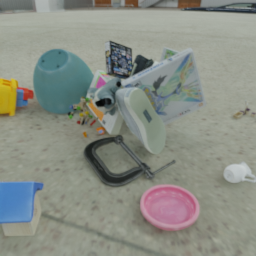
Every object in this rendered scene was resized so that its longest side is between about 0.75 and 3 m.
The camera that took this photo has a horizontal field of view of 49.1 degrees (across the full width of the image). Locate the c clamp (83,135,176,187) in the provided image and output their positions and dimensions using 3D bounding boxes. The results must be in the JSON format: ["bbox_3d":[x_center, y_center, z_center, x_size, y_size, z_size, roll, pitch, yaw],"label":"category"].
[{"bbox_3d":[-0.150,0.988,9.149,2.216,0.351,2.594,-28,45,-26],"label":"c clamp"}]

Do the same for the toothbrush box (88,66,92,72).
[{"bbox_3d":[-2.643,-2.989,16.037,1.095,0.647,1.504,-8,29,-16],"label":"toothbrush box"}]

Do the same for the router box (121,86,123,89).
[{"bbox_3d":[-0.356,-1.507,12.089,1.247,0.326,0.980,-33,20,0],"label":"router box"}]

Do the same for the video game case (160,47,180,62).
[{"bbox_3d":[1.663,-2.314,10.537,0.138,1.139,1.252,-9,31,-41],"label":"video game case"}]

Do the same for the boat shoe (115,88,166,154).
[{"bbox_3d":[0.415,-0.243,9.233,0.964,2.708,0.945,18,57,47],"label":"boat shoe"}]

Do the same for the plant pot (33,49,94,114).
[{"bbox_3d":[-2.969,-2.293,12.249,2.823,1.901,2.823,-3,58,6],"label":"plant pot"}]

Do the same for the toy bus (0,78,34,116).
[{"bbox_3d":[-5.677,-1.619,12.701,2.551,1.803,2.657,1,24,-26],"label":"toy bus"}]

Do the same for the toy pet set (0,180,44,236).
[{"bbox_3d":[-3.325,1.934,6.524,2.359,1.342,2.526,-1,30,-2],"label":"toy pet set"}]

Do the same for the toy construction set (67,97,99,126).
[{"bbox_3d":[-1.388,-0.551,9.275,1.011,0.777,0.843,30,32,-33],"label":"toy construction set"}]

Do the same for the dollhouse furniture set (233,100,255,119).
[{"bbox_3d":[5.017,-0.766,12.054,0.926,0.657,0.733,-25,38,-37],"label":"dollhouse furniture set"}]

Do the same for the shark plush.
[{"bbox_3d":[-0.699,-1.161,8.968,1.262,1.157,2.778,46,8,0],"label":"shark plush"}]

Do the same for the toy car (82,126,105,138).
[{"bbox_3d":[-1.293,0.216,10.855,0.875,0.429,0.291,-21,76,-4],"label":"toy car"}]

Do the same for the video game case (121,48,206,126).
[{"bbox_3d":[1.366,-1.155,9.809,2.473,2.713,0.298,-26,47,6],"label":"video game case"}]

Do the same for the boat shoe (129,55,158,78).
[{"bbox_3d":[0.295,-1.521,10.541,0.893,2.960,1.119,31,48,3],"label":"boat shoe"}]

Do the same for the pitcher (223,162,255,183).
[{"bbox_3d":[3.360,1.407,8.379,0.886,0.537,0.760,-8,38,-35],"label":"pitcher"}]

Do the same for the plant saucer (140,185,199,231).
[{"bbox_3d":[1.059,2.088,7.237,1.499,0.380,1.499,0,30,0],"label":"plant saucer"}]

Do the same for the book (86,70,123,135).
[{"bbox_3d":[-0.857,-1.063,11.099,0.570,1.585,2.373,-1,37,-34],"label":"book"}]

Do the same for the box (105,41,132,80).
[{"bbox_3d":[-0.321,-2.478,10.425,0.306,1.224,1.233,-6,-5,41],"label":"box"}]
